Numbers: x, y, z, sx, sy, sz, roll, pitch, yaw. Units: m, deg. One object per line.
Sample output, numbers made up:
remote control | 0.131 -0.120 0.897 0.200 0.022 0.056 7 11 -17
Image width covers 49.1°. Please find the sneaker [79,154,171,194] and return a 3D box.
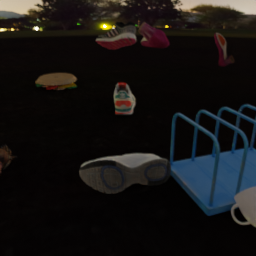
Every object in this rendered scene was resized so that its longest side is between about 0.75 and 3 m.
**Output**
sneaker | -0.105 1.064 7.079 2.268 0.845 0.988 1 12 -17

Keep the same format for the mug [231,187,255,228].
mug | 2.500 1.676 5.720 0.779 0.575 0.683 -28 55 14

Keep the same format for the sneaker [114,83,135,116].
sneaker | -0.143 -1.463 12.244 0.904 1.200 2.567 1 24 2

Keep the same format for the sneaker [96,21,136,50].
sneaker | -0.458 -3.877 11.624 2.116 0.926 0.781 5 -11 43

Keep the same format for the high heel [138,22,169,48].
high heel | 0.718 -2.080 6.758 0.750 0.526 1.563 40 7 5

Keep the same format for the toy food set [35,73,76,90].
toy food set | -4.040 -2.608 15.764 2.270 0.552 2.247 -9 25 -20

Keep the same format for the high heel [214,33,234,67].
high heel | 2.624 -2.229 8.107 0.348 1.031 0.496 -44 21 -30

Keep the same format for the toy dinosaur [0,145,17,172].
toy dinosaur | -3.499 0.990 7.169 1.207 0.764 1.781 -2 28 -21

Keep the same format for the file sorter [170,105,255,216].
file sorter | 2.712 0.528 6.869 2.895 1.776 2.009 -7 25 -18
